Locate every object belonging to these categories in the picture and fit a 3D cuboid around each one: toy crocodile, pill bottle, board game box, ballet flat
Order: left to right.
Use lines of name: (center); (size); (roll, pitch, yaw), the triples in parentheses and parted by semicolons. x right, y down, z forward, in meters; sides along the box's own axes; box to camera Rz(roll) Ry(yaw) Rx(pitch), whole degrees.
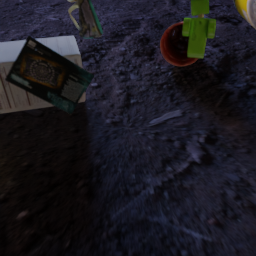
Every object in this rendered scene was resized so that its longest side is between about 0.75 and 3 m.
board game box: (-1.565, -1.025, 5.667); (1.454, 0.983, 0.205); (29, 9, -24)
ballet flat: (-1.448, -3.818, 8.381); (0.892, 0.892, 2.479); (-12, 83, -15)
toy crocodile: (2.006, -3.288, 7.804); (0.888, 2.630, 0.812); (4, 18, 16)
pill bottle: (3.111, -2.723, 5.776); (1.448, 1.448, 2.534); (5, 31, 7)

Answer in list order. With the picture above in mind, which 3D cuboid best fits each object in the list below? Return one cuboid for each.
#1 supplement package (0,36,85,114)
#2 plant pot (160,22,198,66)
supplement package: (-2.932, -1.717, 8.835); (2.852, 1.673, 1.667); (-9, 40, -11)
plant pot: (2.227, -3.527, 11.314); (1.643, 1.643, 1.598); (9, 31, 11)
